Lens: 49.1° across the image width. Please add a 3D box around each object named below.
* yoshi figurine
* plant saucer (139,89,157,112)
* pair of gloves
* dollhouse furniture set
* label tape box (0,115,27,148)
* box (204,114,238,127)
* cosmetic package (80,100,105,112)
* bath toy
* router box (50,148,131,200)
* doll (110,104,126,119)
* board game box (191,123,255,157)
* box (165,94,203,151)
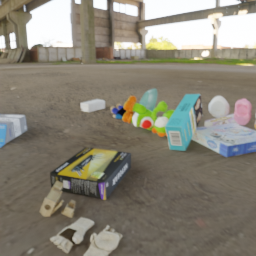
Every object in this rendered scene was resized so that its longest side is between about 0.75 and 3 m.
[{"bbox_3d":[1.128,-0.458,11.809,2.545,1.425,1.430,24,0,16],"label":"yoshi figurine"},{"bbox_3d":[0.789,-0.985,12.812,0.329,1.828,1.828,19,13,-14],"label":"plant saucer"},{"bbox_3d":[-0.773,2.127,5.404,1.181,0.207,1.004,11,20,30],"label":"pair of gloves"},{"bbox_3d":[-1.547,1.750,6.558,0.719,0.452,0.813,25,17,-2],"label":"dollhouse furniture set"},{"bbox_3d":[-5.359,0.078,11.180,1.678,0.737,2.327,2,17,6],"label":"label tape box"},{"bbox_3d":[4.376,-0.246,12.712,2.326,0.450,0.482,-12,21,-34],"label":"box"},{"bbox_3d":[-2.015,-1.275,16.041,0.673,0.490,1.324,12,20,35],"label":"cosmetic package"},{"bbox_3d":[4.798,-0.624,11.299,2.985,1.298,1.103,12,21,24],"label":"bath toy"},{"bbox_3d":[-0.960,1.191,7.881,1.571,0.522,1.999,6,18,18],"label":"router box"},{"bbox_3d":[-0.224,-0.817,14.460,1.301,0.462,1.907,-25,26,-15],"label":"doll"},{"bbox_3d":[3.860,0.386,10.602,2.194,0.476,2.183,-7,18,-21],"label":"board game box"},{"bbox_3d":[2.178,-0.275,10.600,0.619,1.036,2.518,2,33,30],"label":"box"}]
